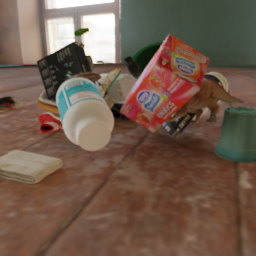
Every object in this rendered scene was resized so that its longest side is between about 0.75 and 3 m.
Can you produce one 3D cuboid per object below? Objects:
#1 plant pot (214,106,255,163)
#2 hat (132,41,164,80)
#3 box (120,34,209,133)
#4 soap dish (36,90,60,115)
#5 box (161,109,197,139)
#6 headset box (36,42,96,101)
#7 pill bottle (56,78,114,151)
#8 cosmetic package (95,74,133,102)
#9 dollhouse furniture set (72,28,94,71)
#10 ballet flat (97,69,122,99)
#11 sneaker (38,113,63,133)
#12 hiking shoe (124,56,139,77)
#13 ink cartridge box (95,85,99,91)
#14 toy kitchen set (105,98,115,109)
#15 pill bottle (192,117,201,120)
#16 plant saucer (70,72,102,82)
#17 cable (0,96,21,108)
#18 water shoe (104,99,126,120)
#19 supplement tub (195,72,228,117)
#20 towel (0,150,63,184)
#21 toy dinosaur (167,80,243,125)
[{"bbox_3d":[3.357,0.128,8.345,1.408,1.379,1.408,0,16,0],"label":"plant pot"},{"bbox_3d":[1.746,-1.941,11.727,2.884,2.539,2.389,-2,53,20],"label":"hat"},{"bbox_3d":[0.944,-1.147,8.122,1.326,2.661,1.270,31,57,-7],"label":"box"},{"bbox_3d":[-3.135,-1.489,13.056,1.529,0.789,1.943,17,51,1],"label":"soap dish"},{"bbox_3d":[1.804,-0.488,10.234,0.423,1.390,1.724,33,11,-17],"label":"box"},{"bbox_3d":[-2.630,-2.389,12.111,2.121,1.846,0.984,-22,-8,20],"label":"headset box"},{"bbox_3d":[-1.371,-0.431,8.862,1.526,1.526,2.755,-6,33,-18],"label":"pill bottle"},{"bbox_3d":[-0.699,-1.883,12.990,0.666,1.086,2.631,-30,23,-23],"label":"cosmetic package"},{"bbox_3d":[-2.009,-3.565,12.874,0.925,1.851,0.714,4,31,25],"label":"dollhouse furniture set"},{"bbox_3d":[-1.075,-1.610,11.450,0.683,2.137,0.808,33,16,-5],"label":"ballet flat"},{"bbox_3d":[-3.237,-0.224,10.921,1.474,0.577,0.851,11,19,35],"label":"sneaker"},{"bbox_3d":[0.183,-1.948,9.261,0.376,0.499,0.992,-26,49,7],"label":"hiking shoe"},{"bbox_3d":[-1.805,-1.811,12.934,1.162,0.492,0.840,46,23,-1],"label":"ink cartridge box"},{"bbox_3d":[-1.627,-0.948,11.580,1.633,0.962,1.308,37,58,-6],"label":"toy kitchen set"},{"bbox_3d":[2.974,-0.736,12.516,0.576,0.576,1.019,3,18,9],"label":"pill bottle"},{"bbox_3d":[-1.653,-1.880,10.629,1.283,0.206,1.283,-13,-1,0],"label":"plant saucer"},{"bbox_3d":[-6.717,-1.058,14.249,2.426,0.611,1.178,-24,43,-27],"label":"cable"},{"bbox_3d":[-0.191,-0.681,12.468,2.202,0.787,0.869,5,50,-5],"label":"water shoe"},{"bbox_3d":[3.097,-1.414,11.485,1.386,1.386,1.975,15,35,40],"label":"supplement tub"},{"bbox_3d":[-2.764,0.972,7.388,1.800,0.310,1.193,7,19,21],"label":"towel"},{"bbox_3d":[2.118,-1.054,8.717,2.537,1.719,1.089,-9,-16,33],"label":"toy dinosaur"}]
